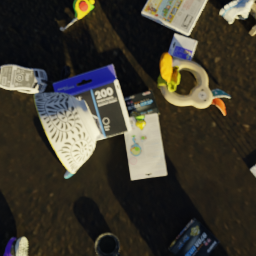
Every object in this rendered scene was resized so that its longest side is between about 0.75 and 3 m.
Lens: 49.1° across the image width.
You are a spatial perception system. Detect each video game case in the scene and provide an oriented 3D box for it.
[{"bbox_3d":[2.018,-5.230,11.572,2.146,0.270,2.358,27,83,4],"label":"video game case"}]

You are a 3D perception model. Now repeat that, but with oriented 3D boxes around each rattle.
[{"bbox_3d":[2.556,-1.625,10.126,2.916,2.083,1.899,36,67,11],"label":"rattle"}]

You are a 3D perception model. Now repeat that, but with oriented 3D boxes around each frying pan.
[{"bbox_3d":[-0.464,4.299,9.990,1.477,0.240,0.893,19,82,1],"label":"frying pan"}]

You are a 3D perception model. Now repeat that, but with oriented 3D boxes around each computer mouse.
[{"bbox_3d":[-3.663,-1.843,10.867,2.733,0.599,1.498,8,85,-4],"label":"computer mouse"}]

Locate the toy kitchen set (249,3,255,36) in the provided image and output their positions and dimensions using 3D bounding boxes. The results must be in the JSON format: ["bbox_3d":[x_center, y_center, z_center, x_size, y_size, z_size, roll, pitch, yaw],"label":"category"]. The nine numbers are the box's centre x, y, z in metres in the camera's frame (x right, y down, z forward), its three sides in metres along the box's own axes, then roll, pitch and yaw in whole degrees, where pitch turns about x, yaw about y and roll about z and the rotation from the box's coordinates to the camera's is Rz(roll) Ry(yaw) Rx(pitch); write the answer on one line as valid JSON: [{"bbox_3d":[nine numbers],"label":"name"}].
[{"bbox_3d":[5.093,-4.429,11.176,0.851,0.770,0.943,-39,82,-6],"label":"toy kitchen set"}]

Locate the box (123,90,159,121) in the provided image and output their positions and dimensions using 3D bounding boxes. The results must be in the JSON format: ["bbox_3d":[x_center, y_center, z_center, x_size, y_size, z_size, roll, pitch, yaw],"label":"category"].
[{"bbox_3d":[0.465,-0.817,10.813,1.247,0.287,0.991,-16,81,-3],"label":"box"}]

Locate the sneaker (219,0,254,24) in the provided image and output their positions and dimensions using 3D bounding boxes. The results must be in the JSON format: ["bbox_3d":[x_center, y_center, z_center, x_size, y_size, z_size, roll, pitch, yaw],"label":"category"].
[{"bbox_3d":[4.706,-4.883,11.356,1.920,0.720,0.832,-32,87,3],"label":"sneaker"}]

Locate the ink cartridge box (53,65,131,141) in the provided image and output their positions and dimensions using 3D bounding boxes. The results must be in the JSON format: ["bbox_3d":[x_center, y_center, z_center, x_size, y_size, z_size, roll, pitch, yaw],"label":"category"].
[{"bbox_3d":[-1.424,-0.767,10.200,2.521,0.552,2.544,-16,90,12],"label":"ink cartridge box"}]

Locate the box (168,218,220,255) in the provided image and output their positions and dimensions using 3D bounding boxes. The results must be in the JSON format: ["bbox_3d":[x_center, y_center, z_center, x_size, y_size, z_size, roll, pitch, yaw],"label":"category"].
[{"bbox_3d":[2.321,4.155,9.957,1.149,0.333,1.446,43,83,6],"label":"box"}]

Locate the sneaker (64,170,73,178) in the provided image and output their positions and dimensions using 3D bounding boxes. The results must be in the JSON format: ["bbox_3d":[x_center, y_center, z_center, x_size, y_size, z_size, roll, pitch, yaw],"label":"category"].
[{"bbox_3d":[-2.114,1.484,10.437,0.350,0.331,0.866,34,75,12],"label":"sneaker"}]

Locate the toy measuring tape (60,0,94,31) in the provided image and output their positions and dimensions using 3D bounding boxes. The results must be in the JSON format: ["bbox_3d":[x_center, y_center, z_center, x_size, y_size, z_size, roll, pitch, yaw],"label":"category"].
[{"bbox_3d":[-2.147,-4.693,11.272,1.826,0.672,0.672,-41,83,-6],"label":"toy measuring tape"}]

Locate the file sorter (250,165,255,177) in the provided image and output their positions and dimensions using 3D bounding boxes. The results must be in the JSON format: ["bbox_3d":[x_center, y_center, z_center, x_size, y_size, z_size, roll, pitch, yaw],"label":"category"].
[{"bbox_3d":[5.068,1.520,10.322,0.797,0.496,0.553,-36,83,-6],"label":"file sorter"}]

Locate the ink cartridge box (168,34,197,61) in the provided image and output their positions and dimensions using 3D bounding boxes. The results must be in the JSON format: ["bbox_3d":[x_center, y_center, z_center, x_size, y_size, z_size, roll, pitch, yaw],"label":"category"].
[{"bbox_3d":[2.167,-3.190,11.247,0.970,0.211,0.961,20,81,1],"label":"ink cartridge box"}]

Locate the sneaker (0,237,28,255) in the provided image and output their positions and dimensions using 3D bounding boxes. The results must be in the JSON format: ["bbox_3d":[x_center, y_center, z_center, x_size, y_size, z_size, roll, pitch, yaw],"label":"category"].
[{"bbox_3d":[-4.142,4.871,9.704,1.047,0.732,2.105,0,77,8],"label":"sneaker"}]

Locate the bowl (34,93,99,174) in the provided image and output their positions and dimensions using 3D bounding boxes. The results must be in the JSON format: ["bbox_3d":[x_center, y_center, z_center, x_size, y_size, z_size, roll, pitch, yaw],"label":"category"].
[{"bbox_3d":[-1.487,-0.064,7.638,1.120,2.386,2.386,-24,81,-5],"label":"bowl"}]

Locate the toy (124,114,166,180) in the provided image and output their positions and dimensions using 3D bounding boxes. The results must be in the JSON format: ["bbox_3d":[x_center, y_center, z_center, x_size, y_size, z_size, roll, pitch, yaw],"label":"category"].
[{"bbox_3d":[0.599,0.684,10.414,1.306,0.535,2.268,-9,89,3],"label":"toy"}]
